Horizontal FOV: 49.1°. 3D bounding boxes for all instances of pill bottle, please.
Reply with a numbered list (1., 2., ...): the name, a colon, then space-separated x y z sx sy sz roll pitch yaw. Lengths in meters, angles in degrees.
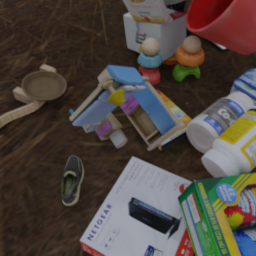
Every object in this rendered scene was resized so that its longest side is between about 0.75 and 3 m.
1. pill bottle: 2.593 -0.180 7.745 1.874 1.066 1.066 -35 58 -26
2. pill bottle: 2.644 0.415 6.480 1.806 1.032 1.032 -39 59 -10

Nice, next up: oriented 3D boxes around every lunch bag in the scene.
1. lunch bag: 4.187 -1.087 8.784 1.351 0.693 1.681 -31 55 -20

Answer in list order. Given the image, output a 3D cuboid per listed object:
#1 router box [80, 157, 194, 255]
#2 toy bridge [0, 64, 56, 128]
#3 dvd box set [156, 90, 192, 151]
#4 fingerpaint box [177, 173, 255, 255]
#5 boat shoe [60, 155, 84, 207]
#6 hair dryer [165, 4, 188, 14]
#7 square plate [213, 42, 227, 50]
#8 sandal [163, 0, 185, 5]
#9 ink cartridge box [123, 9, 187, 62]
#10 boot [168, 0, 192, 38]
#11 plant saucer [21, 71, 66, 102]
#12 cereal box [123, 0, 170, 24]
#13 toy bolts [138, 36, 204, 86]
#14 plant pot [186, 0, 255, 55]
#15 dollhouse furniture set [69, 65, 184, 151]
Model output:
1. router box: 0.486 2.041 6.155 2.124 0.578 2.367 21 53 17
2. toy bridge: -3.164 -0.957 8.841 0.983 0.398 2.925 21 52 16
3. dvd box set: 0.929 -0.299 8.361 1.358 0.273 1.856 -27 55 -20
4. fingerpaint box: 2.520 2.296 5.191 2.334 1.026 2.798 -3 57 -15
5. boat shoe: -1.392 1.220 6.941 0.499 0.459 1.397 0 49 0
6. hair dryer: 2.335 -4.700 11.801 2.108 0.752 2.767 -10 62 -2
7. square plate: 3.880 -3.648 11.205 1.345 0.191 1.332 -26 52 -14
8. sandal: 1.517 -4.123 7.917 1.202 0.726 2.953 -1 13 -27
9. ink cartridge box: 0.946 -3.445 10.033 1.333 1.327 1.834 -34 48 -26
10. boot: 1.881 -4.053 9.972 0.587 1.790 1.475 -36 79 -10
11. plant saucer: -2.630 -1.299 8.809 1.363 0.201 1.363 6 50 -8
12. cereal box: 0.381 -3.888 8.365 1.276 1.773 0.350 20 76 35
13. toy bolts: 1.290 -2.586 9.499 2.144 1.487 2.048 -14 50 -11
14. plant pot: 3.095 -3.253 8.012 1.939 2.192 2.192 24 43 -28
15. dollhouse furniture set: -0.219 -0.028 6.340 1.548 2.240 2.372 55 26 12
